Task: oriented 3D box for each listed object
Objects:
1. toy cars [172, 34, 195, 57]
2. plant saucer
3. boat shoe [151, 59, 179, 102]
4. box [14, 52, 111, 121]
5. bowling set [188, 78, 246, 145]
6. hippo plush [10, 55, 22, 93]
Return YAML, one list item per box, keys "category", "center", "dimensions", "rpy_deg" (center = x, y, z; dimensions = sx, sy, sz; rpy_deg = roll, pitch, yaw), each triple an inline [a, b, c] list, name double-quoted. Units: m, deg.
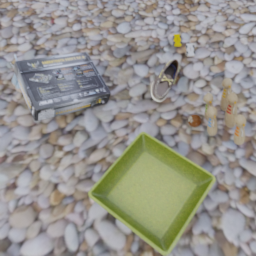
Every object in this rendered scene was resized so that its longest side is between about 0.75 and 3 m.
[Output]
- category: "toy cars"
  center: [2.496, -3.665, 12.641]
  dimensions: [0.673, 0.333, 1.502]
  rpy_deg: [-39, 67, -16]
- category: "plant saucer"
  center: [0.752, 1.931, 8.720]
  dimensions: [2.876, 0.689, 2.872]
  rpy_deg: [32, 62, 20]
- category: "boat shoe"
  center: [1.514, -1.928, 11.179]
  dimensions: [0.753, 0.624, 2.097]
  rpy_deg: [32, 57, -5]
- category: "box"
  center: [-2.440, -1.653, 10.481]
  dimensions: [2.908, 0.703, 2.303]
  rpy_deg: [-18, 64, -30]
- category: "bowling set"
  center: [2.998, -0.549, 9.758]
  dimensions: [1.764, 1.360, 2.534]
  rpy_deg: [-8, 38, 7]
- category: "hippo plush"
  center: [-3.992, -2.070, 11.332]
  dimensions: [1.126, 1.115, 1.400]
  rpy_deg: [-16, 74, -46]
